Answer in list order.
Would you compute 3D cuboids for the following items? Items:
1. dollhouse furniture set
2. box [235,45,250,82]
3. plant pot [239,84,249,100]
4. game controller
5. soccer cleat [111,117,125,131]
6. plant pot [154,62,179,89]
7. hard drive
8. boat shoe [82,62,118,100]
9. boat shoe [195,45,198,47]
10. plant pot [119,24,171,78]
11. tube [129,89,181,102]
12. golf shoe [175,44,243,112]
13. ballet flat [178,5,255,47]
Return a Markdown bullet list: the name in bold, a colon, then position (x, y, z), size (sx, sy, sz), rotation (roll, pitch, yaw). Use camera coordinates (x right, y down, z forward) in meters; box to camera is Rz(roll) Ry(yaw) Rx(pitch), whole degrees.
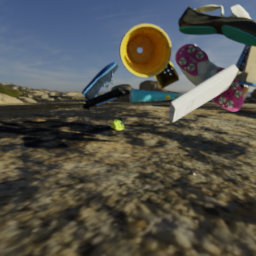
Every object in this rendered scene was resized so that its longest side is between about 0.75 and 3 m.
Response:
- **dollhouse furniture set**: position (4.364, -2.261, 8.720), size (2.243, 2.117, 1.463), rotation (9, 9, -4)
- **box**: position (4.756, -2.553, 10.441), size (1.785, 1.798, 0.447), rotation (-9, 38, -41)
- **plant pot**: position (5.118, -1.675, 12.722), size (0.728, 0.728, 0.778), rotation (-4, -35, -25)
- **game controller**: position (-0.904, -1.177, 11.656), size (2.036, 0.429, 1.062), rotation (-16, -6, 33)
- **soccer cleat**: position (-0.642, -0.131, 15.385), size (0.790, 0.611, 1.889), rotation (-29, 7, 12)
- **plant pot**: position (1.685, -2.372, 12.147), size (0.880, 0.879, 0.776), rotation (-25, 18, 29)
- **hard drive**: position (1.875, -0.843, 7.214), size (1.794, 0.239, 1.183), rotation (-31, -17, -3)
- **boat shoe**: position (-1.190, -2.098, 12.804), size (0.720, 2.099, 0.883), rotation (43, 12, -27)
- **boat shoe**: position (3.711, -3.620, 14.446), size (0.527, 1.486, 0.536), rotation (-12, -7, -39)
- **plant pot**: position (0.475, -2.498, 9.089), size (1.582, 1.582, 1.488), rotation (-1, 17, -5)
- **tube**: position (1.219, -1.451, 12.788), size (2.305, 0.581, 0.892), rotation (0, 3, -11)
- **golf shoe**: position (2.464, -1.504, 8.564), size (0.949, 2.520, 1.153), rotation (-43, -1, 5)
- **ballet flat**: position (2.664, -2.968, 7.816), size (2.626, 0.898, 0.893), rotation (21, 2, 25)
